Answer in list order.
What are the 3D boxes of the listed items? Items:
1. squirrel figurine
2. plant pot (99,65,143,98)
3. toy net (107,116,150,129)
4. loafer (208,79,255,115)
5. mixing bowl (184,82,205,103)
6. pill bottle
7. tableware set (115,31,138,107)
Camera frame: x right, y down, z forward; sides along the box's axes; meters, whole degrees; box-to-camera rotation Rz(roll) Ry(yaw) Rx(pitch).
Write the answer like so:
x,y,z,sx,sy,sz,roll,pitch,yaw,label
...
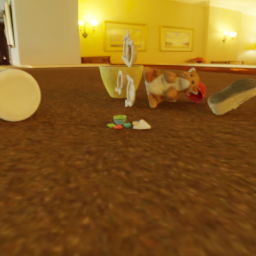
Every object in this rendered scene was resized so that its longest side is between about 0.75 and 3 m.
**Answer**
x,y,z,sx,sy,sz,roll,pitch,yaw,label
1.714,-1.724,11.036,2.015,1.528,2.159,-12,4,4,squirrel figurine
-0.313,-2.175,13.131,2.016,1.431,2.016,0,15,0,plant pot
0.030,-0.136,7.886,1.244,0.240,0.653,7,17,35,toy net
3.602,-1.054,9.537,1.958,0.669,0.741,-23,44,-5,loafer
2.813,-1.576,11.572,0.531,0.980,0.980,-47,37,-20,mixing bowl
-4.230,-1.221,9.392,1.588,1.588,2.907,-12,19,-38,pill bottle
-0.063,-2.255,10.761,0.326,2.810,2.348,0,20,-13,tableware set
